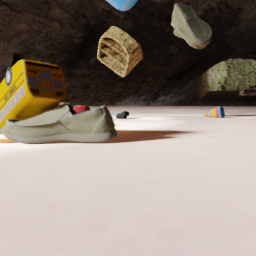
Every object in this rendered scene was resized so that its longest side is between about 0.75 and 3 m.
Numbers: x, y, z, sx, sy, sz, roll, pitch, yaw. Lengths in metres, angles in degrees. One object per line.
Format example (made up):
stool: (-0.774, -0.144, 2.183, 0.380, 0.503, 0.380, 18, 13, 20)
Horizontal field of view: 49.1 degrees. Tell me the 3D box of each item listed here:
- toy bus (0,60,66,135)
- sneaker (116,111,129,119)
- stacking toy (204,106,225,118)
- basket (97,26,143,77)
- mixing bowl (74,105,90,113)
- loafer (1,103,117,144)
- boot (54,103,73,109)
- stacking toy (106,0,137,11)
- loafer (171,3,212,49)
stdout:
toy bus: (-2.067, -0.497, 5.427, 0.738, 0.888, 2.268, 0, -20, -42)
sneaker: (-0.113, -0.499, 11.559, 0.414, 0.291, 0.779, 10, 20, 38)
stacking toy: (3.749, -0.633, 12.348, 0.900, 0.494, 0.522, -11, -1, 42)
basket: (-0.415, -2.997, 10.883, 1.633, 1.216, 1.165, 41, -8, 20)
mixing bowl: (-2.123, -0.775, 12.932, 0.995, 0.539, 0.995, 1, 5, 0)
loafer: (-1.181, -0.100, 4.881, 1.973, 0.673, 0.746, 0, 5, -3)
boot: (-3.463, -0.627, 11.467, 2.235, 0.809, 1.859, -3, -5, -27)
stacking toy: (0.053, -2.758, 4.295, 1.214, 1.148, 2.093, -43, 15, 31)
loafer: (2.047, -3.274, 9.306, 0.901, 0.799, 2.368, 3, 47, -14)
